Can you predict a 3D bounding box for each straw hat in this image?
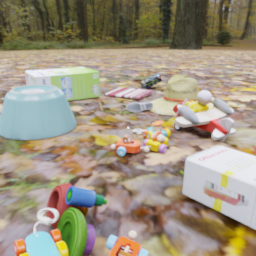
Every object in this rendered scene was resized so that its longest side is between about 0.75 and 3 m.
[{"bbox_3d":[2.093,-1.407,11.004,2.871,1.215,2.871,0,20,0],"label":"straw hat"}]

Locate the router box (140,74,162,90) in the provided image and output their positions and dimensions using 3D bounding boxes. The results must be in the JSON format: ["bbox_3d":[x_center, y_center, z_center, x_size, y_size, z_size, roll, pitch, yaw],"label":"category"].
[{"bbox_3d":[1.187,-2.410,14.600,1.060,0.329,0.794,-26,18,4],"label":"router box"}]

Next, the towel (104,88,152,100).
[{"bbox_3d":[0.018,-1.586,13.064,1.891,0.215,1.362,10,23,30],"label":"towel"}]

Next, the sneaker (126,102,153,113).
[{"bbox_3d":[0.405,-0.761,10.576,1.030,0.385,0.422,-4,1,-20],"label":"sneaker"}]

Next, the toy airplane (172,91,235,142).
[{"bbox_3d":[2.190,-0.395,7.940,1.830,1.297,1.838,4,18,8],"label":"toy airplane"}]

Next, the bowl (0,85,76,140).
[{"bbox_3d":[-2.819,-0.609,8.657,2.382,1.246,2.382,1,19,0],"label":"bowl"}]

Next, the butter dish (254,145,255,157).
[{"bbox_3d":[3.666,0.330,5.582,1.952,1.443,1.947,8,20,19],"label":"butter dish"}]

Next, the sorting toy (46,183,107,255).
[{"bbox_3d":[-0.702,1.302,4.051,0.606,0.887,1.476,20,11,-31],"label":"sorting toy"}]

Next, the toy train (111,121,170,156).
[{"bbox_3d":[0.410,0.193,7.437,1.397,0.517,1.860,6,21,16],"label":"toy train"}]

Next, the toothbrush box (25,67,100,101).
[{"bbox_3d":[-2.939,-1.974,12.624,2.818,1.213,2.052,-12,22,-27],"label":"toothbrush box"}]

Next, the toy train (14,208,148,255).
[{"bbox_3d":[-0.588,1.593,3.419,1.531,0.426,1.150,17,24,12],"label":"toy train"}]

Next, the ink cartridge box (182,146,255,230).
[{"bbox_3d":[2.005,0.975,4.739,1.277,0.734,1.760,-11,21,-42],"label":"ink cartridge box"}]
